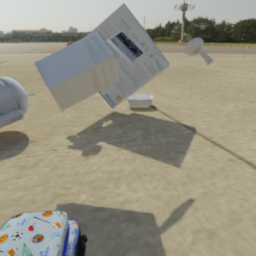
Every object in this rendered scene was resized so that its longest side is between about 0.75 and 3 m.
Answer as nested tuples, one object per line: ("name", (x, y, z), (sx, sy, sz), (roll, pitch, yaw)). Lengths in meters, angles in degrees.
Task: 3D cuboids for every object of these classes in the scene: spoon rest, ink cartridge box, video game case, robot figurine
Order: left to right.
("robot figurine", (-4.156, -0.657, 8.496), (2.172, 1.446, 2.561), (32, 45, 25))
("ink cartridge box", (-0.371, -2.694, 10.891), (2.882, 2.830, 0.624), (-35, 15, 17))
("video game case", (-0.055, -2.044, 7.109), (0.096, 0.823, 0.748), (-41, 7, 43))
("spoon rest", (1.572, -1.697, 6.236), (0.908, 0.451, 0.275), (22, 36, -45))

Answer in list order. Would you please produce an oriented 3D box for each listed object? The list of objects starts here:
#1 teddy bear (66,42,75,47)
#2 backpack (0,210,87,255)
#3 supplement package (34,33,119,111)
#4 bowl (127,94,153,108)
("teddy bear", (-1.893, -2.205, 9.691), (1.076, 1.484, 0.495), (30, 2, -28))
("backpack", (-1.153, 1.576, 3.299), (1.155, 0.935, 1.213), (-10, 21, 3))
("supplement package", (-1.103, -1.236, 6.224), (1.523, 0.890, 0.893), (-29, 63, -9))
("bowl", (0.508, -1.164, 12.140), (1.117, 0.417, 1.115), (1, 18, 1))
